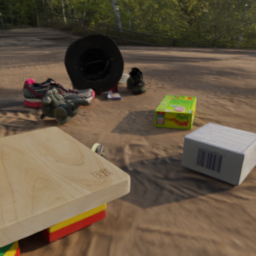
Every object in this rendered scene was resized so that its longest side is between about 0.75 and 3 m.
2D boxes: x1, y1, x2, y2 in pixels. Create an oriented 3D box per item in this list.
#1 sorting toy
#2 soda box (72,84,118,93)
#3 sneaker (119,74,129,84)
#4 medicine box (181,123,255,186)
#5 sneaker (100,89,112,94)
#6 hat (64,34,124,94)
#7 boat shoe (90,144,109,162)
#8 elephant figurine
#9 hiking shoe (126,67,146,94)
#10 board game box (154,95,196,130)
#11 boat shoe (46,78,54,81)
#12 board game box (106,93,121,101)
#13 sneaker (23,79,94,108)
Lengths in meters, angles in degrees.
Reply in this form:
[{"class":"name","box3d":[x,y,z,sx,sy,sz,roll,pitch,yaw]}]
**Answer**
[{"class":"sorting toy","box3d":[-1.902,1.082,4.528,2.810,0.984,2.827,-15,24,-34]},{"class":"soda box","box3d":[-1.651,-2.118,13.870,2.210,0.701,0.774,-5,20,-13]},{"class":"sneaker","box3d":[-0.666,-2.865,16.150,1.562,0.552,0.775,-16,30,-28]},{"class":"medicine box","box3d":[2.149,0.516,6.381,1.320,0.746,1.449,17,24,35]},{"class":"sneaker","box3d":[-1.296,-1.938,13.452,1.049,0.606,0.411,-2,10,-16]},{"class":"hat","box3d":[-1.479,-2.792,12.956,2.880,2.880,1.162,1,-10,4]},{"class":"boat shoe","box3d":[-0.626,0.872,5.821,0.560,0.633,1.728,11,24,-1]},{"class":"elephant figurine","box3d":[-2.152,-0.599,9.445,1.452,1.126,1.027,28,61,4]},{"class":"hiking shoe","box3d":[0.431,-2.493,14.181,0.896,1.191,2.366,-4,20,-11]},{"class":"board game box","box3d":[1.723,-0.614,9.894,1.187,0.556,2.337,5,20,15]},{"class":"boat shoe","box3d":[-3.376,-1.802,12.779,0.634,0.601,1.815,-18,35,-17]},{"class":"board game box","box3d":[-0.675,-1.408,12.720,0.568,0.144,0.839,-4,20,-10]},{"class":"sneaker","box3d":[-2.820,-1.382,11.271,2.890,1.079,1.165,0,20,-1]}]
